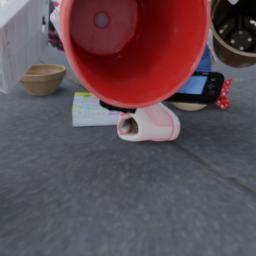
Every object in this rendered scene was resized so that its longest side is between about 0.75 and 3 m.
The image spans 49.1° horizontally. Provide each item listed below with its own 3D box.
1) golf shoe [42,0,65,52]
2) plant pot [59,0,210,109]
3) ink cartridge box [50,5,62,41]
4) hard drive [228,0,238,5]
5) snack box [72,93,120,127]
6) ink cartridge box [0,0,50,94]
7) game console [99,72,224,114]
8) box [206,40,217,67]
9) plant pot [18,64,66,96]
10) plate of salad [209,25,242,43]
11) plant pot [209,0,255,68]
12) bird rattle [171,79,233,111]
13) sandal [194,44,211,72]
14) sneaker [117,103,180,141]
[{"bbox_3d":[-2.686,-4.143,10.155,0.999,2.753,1.268,14,65,14],"label":"golf shoe"},{"bbox_3d":[-0.196,-2.056,5.565,2.726,2.726,2.412,-10,30,-21],"label":"plant pot"},{"bbox_3d":[-0.904,-3.150,9.866,1.260,2.188,2.998,-36,-13,29],"label":"ink cartridge box"},{"bbox_3d":[1.644,-2.733,4.974,0.143,0.717,1.087,-35,-20,21],"label":"hard drive"},{"bbox_3d":[-1.075,-0.699,9.665,1.584,0.635,1.878,-2,25,-7],"label":"snack box"},{"bbox_3d":[-3.154,-2.649,8.263,0.506,2.489,2.494,25,53,0],"label":"ink cartridge box"},{"bbox_3d":[0.705,-1.044,6.254,2.800,0.337,1.651,8,67,31],"label":"game console"},{"bbox_3d":[2.311,-2.680,8.875,0.414,2.000,0.387,-17,53,27],"label":"box"},{"bbox_3d":[-3.834,-2.065,12.264,2.263,1.045,2.263,0,23,0],"label":"plant pot"},{"bbox_3d":[3.346,-3.555,9.740,0.435,1.812,1.812,-46,34,-3],"label":"plate of salad"},{"bbox_3d":[3.065,-2.548,7.131,2.121,2.121,2.099,6,-2,13],"label":"plant pot"},{"bbox_3d":[2.540,-1.385,10.723,2.119,1.464,2.599,-36,68,-20],"label":"bird rattle"},{"bbox_3d":[1.482,-2.328,7.304,1.179,2.967,1.292,-32,33,5],"label":"sandal"},{"bbox_3d":[0.168,-0.460,8.524,1.510,1.087,2.889,-6,28,-26],"label":"sneaker"}]
